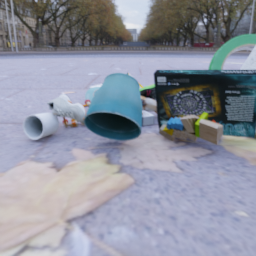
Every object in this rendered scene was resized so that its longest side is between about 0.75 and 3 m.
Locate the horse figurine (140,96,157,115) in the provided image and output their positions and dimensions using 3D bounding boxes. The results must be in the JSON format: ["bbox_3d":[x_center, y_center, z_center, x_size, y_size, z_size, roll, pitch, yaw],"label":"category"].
[{"bbox_3d":[0.753,-0.756,10.338,2.222,0.554,1.472,12,19,-9],"label":"horse figurine"}]

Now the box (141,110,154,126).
[{"bbox_3d":[-0.190,-0.354,10.072,1.820,0.375,1.419,-7,19,-24],"label":"box"}]

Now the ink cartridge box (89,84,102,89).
[{"bbox_3d":[-0.671,-1.622,13.217,1.456,0.823,1.988,10,21,29],"label":"ink cartridge box"}]

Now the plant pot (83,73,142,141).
[{"bbox_3d":[-0.294,-0.654,7.971,1.611,1.611,1.513,5,62,14],"label":"plant pot"}]

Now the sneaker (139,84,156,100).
[{"bbox_3d":[0.795,-1.292,10.642,1.434,0.601,0.550,-17,3,18],"label":"sneaker"}]

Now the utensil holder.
[{"bbox_3d":[-2.624,-0.078,8.545,0.743,0.743,0.874,6,11,18],"label":"utensil holder"}]

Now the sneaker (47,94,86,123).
[{"bbox_3d":[-1.910,-0.482,8.679,0.745,0.613,1.619,-28,41,-33],"label":"sneaker"}]

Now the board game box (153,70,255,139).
[{"bbox_3d":[2.233,-0.717,8.188,2.889,1.954,0.407,5,32,22],"label":"board game box"}]

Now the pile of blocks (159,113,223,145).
[{"bbox_3d":[1.729,-0.120,7.800,2.134,0.876,0.663,2,42,50],"label":"pile of blocks"}]

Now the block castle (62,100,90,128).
[{"bbox_3d":[-1.780,-0.502,9.727,1.118,0.747,0.525,-15,27,-12],"label":"block castle"}]

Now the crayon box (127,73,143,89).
[{"bbox_3d":[0.453,-1.535,12.102,1.647,0.425,1.036,39,22,-24],"label":"crayon box"}]

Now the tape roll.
[{"bbox_3d":[4.808,-2.205,11.356,2.985,2.985,0.717,2,3,5],"label":"tape roll"}]

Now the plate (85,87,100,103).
[{"bbox_3d":[-0.865,-1.095,11.100,1.706,0.218,1.706,16,45,-17],"label":"plate"}]

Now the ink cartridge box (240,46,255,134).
[{"bbox_3d":[4.396,-1.365,9.014,0.724,2.887,2.341,25,15,-24],"label":"ink cartridge box"}]
